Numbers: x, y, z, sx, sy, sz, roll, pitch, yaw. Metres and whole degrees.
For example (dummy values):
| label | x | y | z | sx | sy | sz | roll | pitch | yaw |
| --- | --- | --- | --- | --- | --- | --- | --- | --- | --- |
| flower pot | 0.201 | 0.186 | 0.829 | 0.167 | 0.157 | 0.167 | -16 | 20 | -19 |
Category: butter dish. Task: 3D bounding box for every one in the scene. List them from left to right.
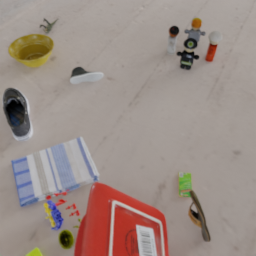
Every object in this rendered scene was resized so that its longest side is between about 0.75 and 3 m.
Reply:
| label | x | y | z | sx | sy | sz | roll | pitch | yaw |
| --- | --- | --- | --- | --- | --- | --- | --- | --- | --- |
| butter dish | -0.415 | 3.289 | 7.176 | 2.795 | 2.072 | 2.803 | 32 | 38 | -28 |

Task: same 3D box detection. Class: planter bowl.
| label | x | y | z | sx | sy | sz | roll | pitch | yaw |
| --- | --- | --- | --- | --- | --- | --- | --- | --- | --- |
| planter bowl | -4.455 | -3.473 | 13.206 | 2.080 | 0.866 | 2.080 | 0 | 51 | 0 |

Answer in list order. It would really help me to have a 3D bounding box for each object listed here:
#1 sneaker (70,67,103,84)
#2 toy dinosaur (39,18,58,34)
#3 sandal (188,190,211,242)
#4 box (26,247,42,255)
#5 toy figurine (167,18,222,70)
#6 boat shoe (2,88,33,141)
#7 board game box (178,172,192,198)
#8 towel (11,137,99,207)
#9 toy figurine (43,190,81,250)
| label | x | y | z | sx | sy | sz | roll | pitch | yaw |
| --- | --- | --- | --- | --- | --- | --- | --- | --- | --- |
| sneaker | -1.886 | -2.469 | 12.607 | 1.499 | 0.530 | 0.743 | -10 | 57 | -2 |
| toy dinosaur | -4.386 | -5.601 | 15.244 | 0.684 | 0.368 | 1.552 | 20 | 52 | -3 |
| sandal | 1.978 | 2.589 | 8.071 | 0.441 | 1.614 | 0.660 | -16 | 17 | 7 |
| box | -2.504 | 3.966 | 7.646 | 0.690 | 0.270 | 1.131 | -33 | 58 | -23 |
| toy figurine | 3.029 | -4.061 | 13.245 | 2.207 | 1.535 | 2.172 | -20 | 54 | -15 |
| boat shoe | -4.459 | -0.768 | 10.987 | 0.997 | 0.944 | 2.850 | -16 | 53 | -13 |
| board game box | 1.907 | 1.914 | 9.376 | 0.428 | 0.134 | 0.897 | 4 | 49 | 4 |
| towel | -2.537 | 1.417 | 9.651 | 2.703 | 0.322 | 1.985 | -18 | 53 | -14 |
| toy figurine | -2.054 | 2.684 | 8.478 | 0.883 | 1.003 | 1.674 | -26 | 98 | -32 |
